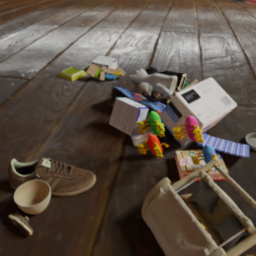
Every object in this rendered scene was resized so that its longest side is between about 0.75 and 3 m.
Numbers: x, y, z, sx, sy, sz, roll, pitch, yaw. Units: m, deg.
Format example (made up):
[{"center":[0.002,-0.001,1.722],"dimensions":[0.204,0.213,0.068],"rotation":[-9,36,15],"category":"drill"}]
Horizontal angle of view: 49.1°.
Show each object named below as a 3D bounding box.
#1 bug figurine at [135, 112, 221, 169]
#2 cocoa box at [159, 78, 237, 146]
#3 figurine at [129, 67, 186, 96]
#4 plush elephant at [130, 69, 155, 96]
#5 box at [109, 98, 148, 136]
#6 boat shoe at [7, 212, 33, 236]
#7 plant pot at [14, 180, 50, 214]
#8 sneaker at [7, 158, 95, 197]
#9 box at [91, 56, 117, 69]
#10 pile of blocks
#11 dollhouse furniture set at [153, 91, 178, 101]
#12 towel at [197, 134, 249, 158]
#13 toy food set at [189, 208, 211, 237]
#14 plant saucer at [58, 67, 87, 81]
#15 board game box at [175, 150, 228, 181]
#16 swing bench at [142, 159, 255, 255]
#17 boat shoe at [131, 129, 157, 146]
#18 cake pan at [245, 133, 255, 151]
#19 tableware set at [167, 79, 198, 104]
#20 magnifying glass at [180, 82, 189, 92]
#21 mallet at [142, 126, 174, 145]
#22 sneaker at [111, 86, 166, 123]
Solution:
[{"center":[1.502,0.390,8.581],"dimensions":[2.761,2.141,0.710],"rotation":[10,52,32],"category":"bug figurine"},{"center":[2.533,-0.619,10.353],"dimensions":[2.230,1.464,1.487],"rotation":[-27,71,-36],"category":"cocoa box"},{"center":[1.248,-2.130,12.192],"dimensions":[1.983,0.875,2.032],"rotation":[21,24,23],"category":"figurine"},{"center":[0.698,-1.939,12.863],"dimensions":[1.498,1.234,1.160],"rotation":[-40,17,-15],"category":"plush elephant"},{"center":[0.009,-0.445,10.776],"dimensions":[1.215,1.117,0.637],"rotation":[28,20,32],"category":"box"},{"center":[-2.784,2.490,7.407],"dimensions":[0.928,0.343,0.343],"rotation":[23,35,29],"category":"boat shoe"},{"center":[-2.609,2.023,7.794],"dimensions":[0.950,0.638,0.950],"rotation":[1,35,0],"category":"plant pot"},{"center":[-2.300,1.405,8.366],"dimensions":[2.602,0.983,0.917],"rotation":[-2,35,-2],"category":"sneaker"},{"center":[-1.321,-3.522,15.671],"dimensions":[1.106,0.580,1.017],"rotation":[15,39,21],"category":"box"},{"center":[-1.195,-2.812,14.806],"dimensions":[2.007,0.824,0.624],"rotation":[6,-8,-7],"category":"pile of blocks"},{"center":[2.036,-1.433,13.055],"dimensions":[1.492,0.728,1.272],"rotation":[39,42,8],"category":"dollhouse furniture set"},{"center":[3.351,0.606,9.843],"dimensions":[1.724,0.206,1.248],"rotation":[15,18,20],"category":"towel"},{"center":[1.735,2.538,7.290],"dimensions":[0.896,0.377,1.248],"rotation":[26,43,32],"category":"toy food set"},{"center":[-3.018,-2.970,15.163],"dimensions":[1.130,0.271,1.132],"rotation":[24,41,30],"category":"plant saucer"},{"center":[2.366,1.212,9.192],"dimensions":[1.467,0.340,1.111],"rotation":[-1,35,-1],"category":"board game box"},{"center":[1.805,2.254,6.755],"dimensions":[2.285,1.482,2.273],"rotation":[-15,38,-20],"category":"swing bench"},{"center":[0.723,0.319,10.401],"dimensions":[1.276,0.426,0.469],"rotation":[-17,18,-13],"category":"boat shoe"},{"center":[4.805,0.546,10.275],"dimensions":[0.984,0.180,0.984],"rotation":[0,35,0],"category":"cake pan"},{"center":[2.909,-1.042,12.182],"dimensions":[1.614,0.489,2.442],"rotation":[40,55,17],"category":"tableware set"},{"center":[2.746,-2.317,14.349],"dimensions":[0.699,0.197,1.757],"rotation":[2,37,3],"category":"magnifying glass"},{"center":[0.956,0.083,10.834],"dimensions":[0.623,0.389,1.890],"rotation":[-27,40,-32],"category":"mallet"},{"center":[0.411,-1.019,11.946],"dimensions":[2.766,1.042,1.085],"rotation":[32,39,24],"category":"sneaker"}]
